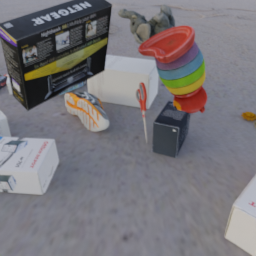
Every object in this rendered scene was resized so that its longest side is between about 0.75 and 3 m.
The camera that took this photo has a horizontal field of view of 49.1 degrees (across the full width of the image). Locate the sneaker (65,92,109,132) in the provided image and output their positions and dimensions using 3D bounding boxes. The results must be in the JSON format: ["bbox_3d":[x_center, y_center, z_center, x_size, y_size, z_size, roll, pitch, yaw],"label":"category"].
[{"bbox_3d":[-1.348,-0.730,10.104,1.007,1.020,2.607,-16,36,-32],"label":"sneaker"}]

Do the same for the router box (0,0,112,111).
[{"bbox_3d":[-1.658,-1.883,6.955,0.696,2.096,2.666,41,55,20],"label":"router box"}]

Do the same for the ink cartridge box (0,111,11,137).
[{"bbox_3d":[-5.021,0.056,9.030,1.924,0.805,1.396,-25,41,-33],"label":"ink cartridge box"}]

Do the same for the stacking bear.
[{"bbox_3d":[1.383,-1.287,7.117,1.251,2.200,1.336,-37,36,-9],"label":"stacking bear"}]

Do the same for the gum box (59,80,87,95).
[{"bbox_3d":[-2.983,-2.097,12.420,1.525,0.400,1.795,23,34,23],"label":"gum box"}]

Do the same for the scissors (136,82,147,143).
[{"bbox_3d":[0.373,-0.367,6.462,0.096,0.505,1.380,-2,71,-22],"label":"scissors"}]

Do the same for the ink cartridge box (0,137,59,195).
[{"bbox_3d":[-3.085,0.977,7.611,1.974,0.848,1.446,1,33,4],"label":"ink cartridge box"}]

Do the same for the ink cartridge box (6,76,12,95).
[{"bbox_3d":[-4.806,-2.066,12.476,1.000,0.580,1.354,-8,36,-12],"label":"ink cartridge box"}]

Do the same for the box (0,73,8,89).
[{"bbox_3d":[-6.209,-1.999,12.612,1.163,0.321,1.704,7,34,10],"label":"box"}]

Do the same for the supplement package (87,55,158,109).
[{"bbox_3d":[-0.184,-1.926,11.396,2.589,1.519,1.514,11,35,16],"label":"supplement package"}]

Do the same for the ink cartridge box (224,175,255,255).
[{"bbox_3d":[3.645,1.777,6.103,1.970,1.143,2.669,27,44,35],"label":"ink cartridge box"}]

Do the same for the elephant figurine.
[{"bbox_3d":[0.633,-3.337,9.492,1.794,1.269,1.392,-7,63,25],"label":"elephant figurine"}]

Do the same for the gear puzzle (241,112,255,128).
[{"bbox_3d":[5.150,-0.190,9.874,2.271,0.297,1.176,27,42,34],"label":"gear puzzle"}]

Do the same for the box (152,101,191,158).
[{"bbox_3d":[1.383,0.015,8.817,0.804,1.114,1.501,13,35,20],"label":"box"}]
